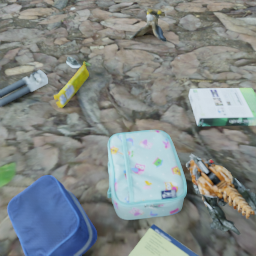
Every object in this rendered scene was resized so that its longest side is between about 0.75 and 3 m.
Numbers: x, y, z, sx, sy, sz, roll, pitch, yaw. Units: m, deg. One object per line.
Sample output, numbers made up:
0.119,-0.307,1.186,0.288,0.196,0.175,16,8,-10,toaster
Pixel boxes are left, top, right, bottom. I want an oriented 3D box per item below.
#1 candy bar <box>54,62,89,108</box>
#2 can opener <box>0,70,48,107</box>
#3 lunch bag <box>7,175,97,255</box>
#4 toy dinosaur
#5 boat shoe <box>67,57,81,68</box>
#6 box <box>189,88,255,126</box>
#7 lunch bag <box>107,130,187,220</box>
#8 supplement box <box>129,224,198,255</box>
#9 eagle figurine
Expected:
-1.834,-1.473,9.450,0.242,0.545,2.185,6,43,22,candy bar
-3.580,-1.331,9.425,1.967,0.518,0.654,-40,18,-35,can opener
-1.490,1.846,5.570,1.141,1.111,1.679,-36,52,-9,lunch bag
1.722,1.228,5.460,1.101,1.463,2.155,-32,11,20,toy dinosaur
-2.112,-2.503,10.670,0.780,0.277,0.281,29,47,33,boat shoe
3.065,-0.676,8.752,2.064,0.375,1.490,-1,44,0,box
0.336,1.031,6.506,1.702,0.818,2.123,-3,46,-8,lunch bag
0.562,2.594,5.035,1.090,0.732,1.089,29,51,27,supplement box
1.009,-4.500,12.391,1.400,1.393,1.845,-10,62,51,eagle figurine
